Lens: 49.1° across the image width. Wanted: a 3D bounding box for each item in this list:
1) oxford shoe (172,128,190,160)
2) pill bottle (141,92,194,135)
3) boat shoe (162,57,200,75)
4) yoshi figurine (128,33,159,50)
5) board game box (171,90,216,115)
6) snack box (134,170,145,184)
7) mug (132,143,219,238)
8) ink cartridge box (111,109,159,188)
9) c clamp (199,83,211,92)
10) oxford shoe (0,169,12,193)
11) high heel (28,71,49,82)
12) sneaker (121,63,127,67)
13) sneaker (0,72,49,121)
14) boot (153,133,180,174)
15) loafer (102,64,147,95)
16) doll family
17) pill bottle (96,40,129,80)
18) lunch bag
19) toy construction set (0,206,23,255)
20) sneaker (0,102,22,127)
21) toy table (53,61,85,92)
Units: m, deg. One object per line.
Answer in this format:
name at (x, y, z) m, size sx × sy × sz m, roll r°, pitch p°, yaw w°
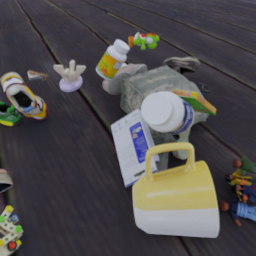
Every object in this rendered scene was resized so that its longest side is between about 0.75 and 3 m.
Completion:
oxford shoe at (1.729, 0.251, 9.414) m, size 0.644 × 0.494 × 1.712 m, roll 16°, pitch 66°, yaw -27°
pill bottle at (1.075, -0.388, 7.576) m, size 1.065 × 1.065 × 1.919 m, roll 20°, pitch 5°, yaw 25°
boat shoe at (2.411, -2.894, 13.307) m, size 1.962 × 0.731 × 0.719 m, roll 4°, pitch 71°, yaw 44°
yoshi figurine at (0.614, -3.265, 10.822) m, size 1.165 × 0.655 × 0.652 m, roll -4°, pitch -5°, yaw 3°
board game box at (2.077, -0.764, 8.683) m, size 0.819 × 0.257 × 1.714 m, roll 14°, pitch -8°, yaw 40°
snack box at (0.472, 1.502, 8.493) m, size 0.665 × 0.212 × 1.145 m, roll -11°, pitch 37°, yaw -13°
mug at (1.051, 1.605, 6.943) m, size 1.839 × 1.794 × 2.240 m, roll -7°, pitch 77°, yaw 5°
ink cartridge box at (0.214, 0.619, 8.523) m, size 1.141 × 0.450 × 2.295 m, roll -30°, pitch 51°, yaw 20°
c clamp at (3.657, -1.926, 13.408) m, size 0.654 × 0.104 × 0.766 m, roll 10°, pitch 35°, yaw 5°
oxford shoe at (-4.140, 1.772, 7.779) m, size 1.796 × 0.636 × 0.663 m, roll -29°, pitch 47°, yaw -34°
high heel at (-3.461, -2.016, 10.768) m, size 0.714 × 0.358 × 1.002 m, roll -13°, pitch 31°, yaw -18°
sneaker at (-0.837, -3.171, 14.706) m, size 1.567 × 0.587 × 0.781 m, roll 6°, pitch 36°, yaw 8°
sneaker at (-3.596, -0.796, 10.067) m, size 0.941 × 2.512 × 1.132 m, roll -34°, pitch 55°, yaw -2°
boot at (1.101, 0.688, 8.568) m, size 0.648 × 1.250 × 1.914 m, roll 28°, pitch 26°, yaw -18°
loafer at (-0.249, -2.168, 12.071) m, size 0.861 × 0.984 × 2.738 m, roll 26°, pitch 38°, yaw 29°
doll family at (3.195, 1.708, 7.757) m, size 1.180 × 0.801 × 2.041 m, roll 14°, pitch 40°, yaw 10°
pill bottle at (-0.540, -2.467, 10.144) m, size 0.746 × 1.343 × 0.746 m, roll 27°, pitch 33°, yaw -19°
lunch bag at (1.387, -0.963, 10.724) m, size 2.358 × 1.690 × 2.875 m, roll -22°, pitch 48°, yaw -25°
toy construction set at (-3.115, 2.641, 6.496) m, size 0.992 × 0.697 × 1.513 m, roll 43°, pitch 58°, yaw 14°
sneaker at (-5.164, -0.698, 11.019) m, size 2.029 × 0.865 × 0.792 m, roll 8°, pitch 36°, yaw 11°
toy table at (-2.780, -2.533, 13.509) m, size 1.500 × 0.956 × 1.632 m, roll -5°, pitch 35°, yaw -7°
